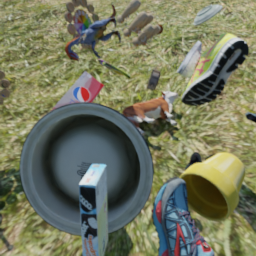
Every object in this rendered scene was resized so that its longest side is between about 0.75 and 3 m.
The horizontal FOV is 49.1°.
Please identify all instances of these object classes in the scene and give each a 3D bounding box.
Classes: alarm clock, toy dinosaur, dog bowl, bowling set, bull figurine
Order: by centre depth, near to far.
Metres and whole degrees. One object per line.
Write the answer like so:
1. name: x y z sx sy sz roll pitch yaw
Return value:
1. dog bowl: -0.647 0.642 4.769 2.168 2.168 0.799 4 6 5
2. bowling set: 0.436 -2.731 7.950 1.113 0.859 1.600 23 39 -43
3. alarm clock: 0.792 -1.444 8.738 0.318 0.645 0.956 20 40 0
4. toy dinosaur: -1.189 -2.957 9.277 1.833 1.061 2.020 -12 46 10
5. bull figurine: 1.039 -0.635 10.855 2.476 0.806 1.503 -19 47 -19

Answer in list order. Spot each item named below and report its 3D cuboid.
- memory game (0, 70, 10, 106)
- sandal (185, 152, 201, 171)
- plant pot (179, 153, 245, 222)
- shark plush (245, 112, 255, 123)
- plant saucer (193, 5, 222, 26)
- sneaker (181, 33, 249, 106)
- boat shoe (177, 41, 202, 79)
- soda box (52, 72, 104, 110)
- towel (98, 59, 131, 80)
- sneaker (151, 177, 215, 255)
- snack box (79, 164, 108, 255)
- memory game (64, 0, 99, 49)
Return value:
1. memory game: -4.625 -1.270 8.896 1.665 1.665 0.106 -19 39 -19
2. sandal: 2.214 1.138 9.423 0.368 0.234 0.978 20 47 20
3. plant pot: 1.671 1.023 5.327 1.081 1.081 1.017 32 50 29
4. shark plush: 3.515 -0.105 7.129 2.130 0.968 0.887 -11 29 -37
5. plant saucer: 2.417 -3.549 8.670 0.970 0.243 0.970 -33 21 15
6. sneaker: 2.585 -1.812 8.888 1.036 2.651 1.197 20 37 -28
7. boat shoe: 2.288 -2.249 9.477 0.704 0.610 1.652 34 56 -2
8. soda box: -1.498 -0.486 7.344 0.680 0.750 2.144 37 55 -8
9. towel: -0.522 -2.161 10.294 1.147 0.182 1.597 26 8 -21
10. sneaker: 1.042 1.882 4.794 0.824 2.078 0.993 -4 0 -45
11. snack box: -0.451 1.209 3.838 0.232 1.250 0.726 1 13 6
12. memory game: -1.668 -3.981 10.635 0.127 1.993 1.993 -1 38 34
